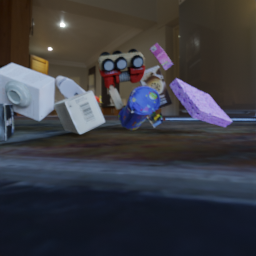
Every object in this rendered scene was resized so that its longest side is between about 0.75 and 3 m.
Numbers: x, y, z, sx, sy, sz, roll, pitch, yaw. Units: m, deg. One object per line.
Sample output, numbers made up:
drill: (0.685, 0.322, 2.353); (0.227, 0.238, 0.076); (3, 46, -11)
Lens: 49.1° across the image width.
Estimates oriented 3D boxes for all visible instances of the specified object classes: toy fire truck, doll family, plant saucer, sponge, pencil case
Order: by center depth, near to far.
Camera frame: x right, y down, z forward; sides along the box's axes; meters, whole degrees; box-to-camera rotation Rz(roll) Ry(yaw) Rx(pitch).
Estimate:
doll family: (0.965, -0.313, 9.438); (0.497, 0.338, 0.860); (-38, -20, 2)
sponge: (2.804, -0.867, 10.585); (2.829, 1.578, 0.422); (10, -48, -49)
plant saucer: (-4.242, -1.232, 10.628); (1.146, 1.146, 0.288); (1, 32, 22)
toy fire truck: (-0.211, -1.946, 11.317); (1.777, 2.018, 1.299); (-9, 36, -9)
pencil case: (0.360, -0.738, 11.816); (1.294, 1.162, 2.979); (-38, -3, -17)

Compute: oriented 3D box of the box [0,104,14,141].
box: (-5.266, -0.211, 9.094); (2.708, 1.166, 2.218); (-1, 4, -17)

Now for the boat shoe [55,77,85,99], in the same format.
boat shoe: (-2.261, -1.319, 12.346); (0.912, 0.926, 2.612); (38, -5, 43)

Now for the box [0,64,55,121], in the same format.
box: (-4.156, -1.457, 11.348); (2.040, 1.553, 1.085); (21, 37, 9)

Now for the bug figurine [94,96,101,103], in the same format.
bug figurine: (-2.095, -1.299, 15.118); (1.458, 0.484, 1.881); (20, 39, -21)

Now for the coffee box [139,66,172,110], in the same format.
coffee box: (1.158, -1.697, 12.387); (0.997, 1.764, 0.704); (-21, 0, -1)

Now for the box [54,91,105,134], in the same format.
box: (-1.891, -0.559, 10.333); (1.011, 1.235, 2.601); (-27, 14, -19)

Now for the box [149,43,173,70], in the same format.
box: (1.584, -3.418, 13.449); (0.973, 0.470, 0.856); (41, 17, -43)
